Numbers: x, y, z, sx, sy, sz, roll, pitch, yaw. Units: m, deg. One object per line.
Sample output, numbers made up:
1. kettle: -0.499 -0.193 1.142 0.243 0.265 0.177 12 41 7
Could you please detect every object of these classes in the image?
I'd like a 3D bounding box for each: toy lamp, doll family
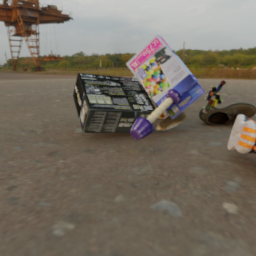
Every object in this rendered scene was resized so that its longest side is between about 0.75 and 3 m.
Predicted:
1. toy lamp: 0.962 -0.447 9.612 0.699 0.699 2.402 13 44 44
2. doll family: 3.829 -1.427 12.382 0.667 1.700 0.983 13 -28 3

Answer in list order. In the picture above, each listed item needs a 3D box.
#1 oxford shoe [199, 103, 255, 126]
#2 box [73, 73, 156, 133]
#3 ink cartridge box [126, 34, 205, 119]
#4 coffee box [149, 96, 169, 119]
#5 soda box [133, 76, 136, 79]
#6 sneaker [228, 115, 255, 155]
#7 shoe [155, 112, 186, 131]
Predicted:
1. oxford shoe: 4.888 -0.535 13.372 2.714 0.986 1.146 -10 20 -1
2. box: -0.605 -1.000 11.463 2.835 1.221 2.322 0 44 -25
3. ink cartridge box: 1.439 -2.002 11.120 1.772 2.970 0.623 -41 -11 23
4. coffee box: 1.204 -1.131 15.131 2.069 1.183 0.825 2 15 12
5. soda box: 0.113 -1.719 13.562 0.697 2.041 0.647 44 2 14
6. sneaker: 3.893 0.409 8.017 1.661 1.150 2.964 16 12 10
7. shoe: 1.831 -0.279 12.110 1.609 0.563 0.429 -23 -19 -31
